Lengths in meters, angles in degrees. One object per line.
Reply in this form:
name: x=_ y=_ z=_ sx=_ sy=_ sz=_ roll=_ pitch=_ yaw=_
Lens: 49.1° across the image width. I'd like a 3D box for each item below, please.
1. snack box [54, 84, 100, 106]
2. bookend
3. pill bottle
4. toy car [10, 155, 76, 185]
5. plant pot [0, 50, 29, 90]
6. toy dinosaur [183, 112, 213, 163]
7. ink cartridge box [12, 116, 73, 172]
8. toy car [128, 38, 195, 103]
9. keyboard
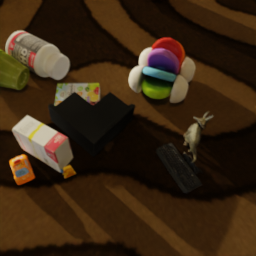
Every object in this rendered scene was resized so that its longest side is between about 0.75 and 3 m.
snack box: x=-2.010 y=-1.199 z=11.225 sx=1.702 sy=0.451 sz=1.211 roll=0 pitch=57 yaw=-2
bookend: x=-1.313 y=-0.525 z=10.240 sx=2.207 sy=1.017 sz=2.193 roll=38 pitch=61 yaw=14
pill bottle: x=-3.805 y=-3.030 z=11.944 sx=2.564 sy=1.419 sz=1.419 roll=28 pitch=60 yaw=19
toy car: x=-2.938 y=1.197 z=9.420 sx=2.184 sy=0.727 sz=1.071 roll=-9 pitch=56 yaw=-5
plant pot: x=-4.979 y=-2.291 z=11.533 sx=1.493 sy=1.551 sz=1.551 roll=24 pitch=58 yaw=1
toy dinosaur: x=2.297 y=0.312 z=9.884 sx=0.739 sy=0.982 sz=1.919 roll=22 pitch=57 yaw=15
ink cartridge box: x=-2.870 y=0.539 z=9.515 sx=1.791 sy=1.300 sz=0.747 roll=26 pitch=57 yaw=17
toy car: x=1.415 y=-2.441 z=11.172 sx=2.356 sy=2.019 sz=2.692 roll=19 pitch=57 yaw=12
keyboard: x=1.817 y=1.229 z=9.622 sx=0.983 sy=0.374 sz=1.889 roll=-25 pitch=60 yaw=-16
